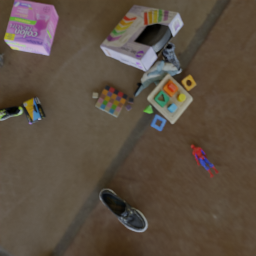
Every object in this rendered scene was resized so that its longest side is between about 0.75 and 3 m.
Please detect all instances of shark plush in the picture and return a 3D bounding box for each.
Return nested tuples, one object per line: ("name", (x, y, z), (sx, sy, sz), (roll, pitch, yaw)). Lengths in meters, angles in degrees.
("shark plush", (1.080, -2.023, 11.663), (2.048, 0.931, 0.853), (-42, 102, -8))

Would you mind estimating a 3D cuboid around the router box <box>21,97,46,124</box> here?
("router box", (-3.932, -0.717, 11.641), (0.711, 0.243, 0.953), (-27, 72, -3))

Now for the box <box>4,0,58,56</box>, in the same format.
("box", (-4.090, -4.272, 11.951), (1.667, 0.916, 1.895), (11, 81, 2))

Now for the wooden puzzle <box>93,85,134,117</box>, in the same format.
("wooden puzzle", (-0.680, -1.123, 11.825), (1.750, 0.123, 1.038), (27, 81, 2))

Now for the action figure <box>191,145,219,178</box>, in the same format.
("action figure", (3.021, 1.300, 11.331), (0.483, 0.382, 1.476), (-32, 77, -10))

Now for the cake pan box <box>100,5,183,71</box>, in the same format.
("cake pan box", (0.518, -3.705, 11.331), (2.691, 0.704, 2.478), (33, 83, 40))

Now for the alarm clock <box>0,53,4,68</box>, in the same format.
("alarm clock", (-5.867, -2.757, 11.957), (0.863, 0.426, 1.280), (25, 80, 3))

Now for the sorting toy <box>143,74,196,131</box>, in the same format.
("sorting toy", (1.777, -1.207, 11.405), (1.585, 0.384, 2.816), (44, 75, -13))

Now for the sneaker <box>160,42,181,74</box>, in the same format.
("sneaker", (1.808, -2.998, 11.792), (0.543, 0.819, 1.439), (-28, 82, -4))

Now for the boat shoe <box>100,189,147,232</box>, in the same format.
("boat shoe", (-0.195, 3.194, 10.812), (2.261, 0.749, 0.791), (43, 83, 6))

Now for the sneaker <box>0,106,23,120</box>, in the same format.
("sneaker", (-5.009, -0.676, 11.542), (1.313, 0.544, 0.471), (-16, 79, -3))
